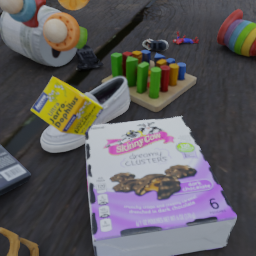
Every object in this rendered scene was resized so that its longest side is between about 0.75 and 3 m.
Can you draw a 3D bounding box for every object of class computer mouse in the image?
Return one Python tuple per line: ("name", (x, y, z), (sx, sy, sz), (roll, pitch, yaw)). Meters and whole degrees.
("computer mouse", (-1.555, -2.544, 10.326), (0.965, 0.367, 1.393), (-12, 53, -18))

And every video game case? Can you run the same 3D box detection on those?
("video game case", (-3.669, 0.369, 5.375), (2.992, 0.284, 2.137), (38, 25, 12))

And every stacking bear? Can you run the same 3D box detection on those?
("stacking bear", (4.680, -3.290, 10.586), (1.292, 1.380, 2.273), (-34, 57, -26))

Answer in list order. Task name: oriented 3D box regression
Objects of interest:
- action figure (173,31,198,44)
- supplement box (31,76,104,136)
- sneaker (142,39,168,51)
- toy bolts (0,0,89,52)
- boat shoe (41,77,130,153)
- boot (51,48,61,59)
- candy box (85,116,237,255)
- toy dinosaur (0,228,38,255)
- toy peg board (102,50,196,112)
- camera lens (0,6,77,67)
("action figure", (2.394, -3.767, 11.668), (1.054, 0.522, 0.344), (-8, 40, -5))
("supplement box", (-0.825, -0.269, 4.054), (0.548, 1.000, 0.544), (34, 93, 11))
("sneaker", (1.055, -3.261, 11.103), (1.083, 0.425, 0.430), (20, 37, 39))
("toy bolts", (-1.570, -2.343, 5.307), (1.581, 1.510, 1.096), (18, 15, 3))
("boat shoe", (-1.003, -0.462, 7.223), (2.932, 1.005, 1.056), (-31, 49, -32))
("boot", (-1.810, -2.261, 7.464), (0.309, 0.827, 0.401), (17, 14, 1))
("candy box", (0.361, 1.010, 5.459), (2.264, 0.965, 2.699), (-6, 40, -8))
("toy dinosaur", (-1.847, 2.395, 4.165), (2.759, 0.833, 1.465), (18, 60, 7))
("toy peg board", (0.699, -1.830, 8.825), (2.237, 1.094, 2.228), (29, 48, 30))
("camera lens", (-3.217, -3.421, 10.097), (2.413, 1.930, 1.930), (29, 47, 29))
